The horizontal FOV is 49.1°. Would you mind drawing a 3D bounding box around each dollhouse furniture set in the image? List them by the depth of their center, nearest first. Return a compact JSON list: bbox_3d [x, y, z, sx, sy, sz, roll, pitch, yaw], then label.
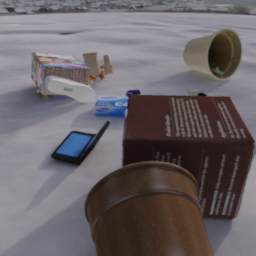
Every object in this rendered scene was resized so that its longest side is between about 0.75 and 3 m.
[{"bbox_3d":[4.922,-3.267,15.484,0.627,0.480,0.957,22,9,-8],"label":"dollhouse furniture set"},{"bbox_3d":[-1.621,-3.968,16.365,2.154,1.233,2.526,-1,24,16],"label":"dollhouse furniture set"}]

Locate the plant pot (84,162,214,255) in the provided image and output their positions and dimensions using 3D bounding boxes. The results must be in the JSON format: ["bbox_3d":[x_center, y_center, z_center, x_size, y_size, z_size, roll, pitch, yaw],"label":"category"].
[{"bbox_3d":[0.433,2.168,4.642,2.286,2.286,2.263,-4,37,-7],"label":"plant pot"}]

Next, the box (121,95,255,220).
[{"bbox_3d":[1.299,0.629,7.067,2.747,2.256,2.279,2,32,4],"label":"box"}]

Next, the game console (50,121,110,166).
[{"bbox_3d":[-1.501,0.352,8.995,0.940,1.421,1.616,37,36,-6],"label":"game console"}]

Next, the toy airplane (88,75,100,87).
[{"bbox_3d":[-1.968,-2.499,14.811,0.994,0.704,0.998,13,-6,3],"label":"toy airplane"}]

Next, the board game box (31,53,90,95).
[{"bbox_3d":[-3.446,-2.721,13.960,2.204,1.339,2.765,-3,26,-29],"label":"board game box"}]

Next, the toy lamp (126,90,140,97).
[{"bbox_3d":[0.913,-1.289,12.498,2.206,0.642,0.642,17,32,26],"label":"toy lamp"}]

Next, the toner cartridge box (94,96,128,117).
[{"bbox_3d":[-0.178,-0.899,11.866,2.321,0.501,1.103,3,28,6],"label":"toner cartridge box"}]

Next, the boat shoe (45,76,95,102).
[{"bbox_3d":[-2.583,-1.757,12.469,2.318,0.835,0.794,6,32,-36],"label":"boat shoe"}]

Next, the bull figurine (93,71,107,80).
[{"bbox_3d":[-1.558,-3.057,16.006,0.651,0.349,1.072,1,32,10],"label":"bull figurine"}]

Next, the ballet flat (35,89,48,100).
[{"bbox_3d":[-4.162,-1.659,13.420,0.350,0.373,1.032,-22,35,-36],"label":"ballet flat"}]

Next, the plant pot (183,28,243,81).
[{"bbox_3d":[4.657,-4.249,16.257,2.772,2.772,2.538,-16,21,-26],"label":"plant pot"}]

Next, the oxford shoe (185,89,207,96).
[{"bbox_3d":[3.214,-1.533,13.053,0.675,0.518,1.794,-7,28,-9],"label":"oxford shoe"}]
